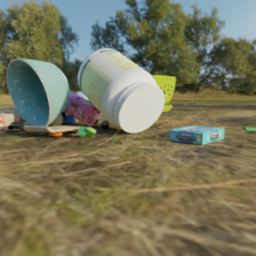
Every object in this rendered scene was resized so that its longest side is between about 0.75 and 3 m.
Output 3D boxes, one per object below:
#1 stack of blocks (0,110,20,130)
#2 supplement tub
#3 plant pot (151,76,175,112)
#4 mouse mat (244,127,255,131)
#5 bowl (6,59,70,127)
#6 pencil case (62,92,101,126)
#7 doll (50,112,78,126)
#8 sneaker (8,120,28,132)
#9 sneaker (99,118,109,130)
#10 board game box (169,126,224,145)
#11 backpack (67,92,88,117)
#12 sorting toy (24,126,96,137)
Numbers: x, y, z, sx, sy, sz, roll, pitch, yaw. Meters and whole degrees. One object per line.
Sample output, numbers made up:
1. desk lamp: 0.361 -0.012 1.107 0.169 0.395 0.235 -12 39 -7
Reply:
1. stack of blocks: -4.830 -0.324 10.919 1.160 0.590 2.015 -3 8 -24
2. supplement tub: -0.295 -1.321 9.775 2.080 2.080 2.869 -5 36 -36
3. plant pot: 1.440 -2.245 18.813 2.602 2.373 2.615 6 10 42
4. mouse mat: 4.682 0.056 10.221 0.754 0.035 0.938 2 9 17
5. bowl: -3.111 -1.362 10.238 2.582 2.582 1.350 7 26 42
6. pencil case: -2.306 -1.006 11.617 2.585 1.070 1.118 25 -12 24
7. doll: -3.117 -0.554 12.226 1.884 0.669 2.761 20 3 -17
8. sneaker: -3.880 -0.068 9.776 0.640 0.368 1.226 -3 8 -29
9. sneaker: -0.874 -0.086 10.285 0.318 0.377 0.861 2 -16 -13
10. board game box: 1.986 0.191 8.034 1.021 0.317 1.353 7 10 41
11. backpack: -2.244 -1.095 13.690 1.117 1.391 1.520 -13 17 -35
12. sorting toy: -2.025 0.107 8.686 2.096 0.308 1.549 2 1 41
